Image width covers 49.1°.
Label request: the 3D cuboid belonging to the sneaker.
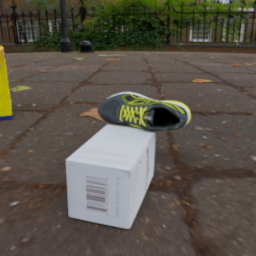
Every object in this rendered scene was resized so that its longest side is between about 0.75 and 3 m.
[{"bbox_3d":[0.344,-0.411,6.994,2.405,0.896,1.018,3,10,11],"label":"sneaker"}]

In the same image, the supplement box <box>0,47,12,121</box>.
[{"bbox_3d":[-5.884,-1.848,11.735,1.596,2.914,1.586,-8,22,-21],"label":"supplement box"}]

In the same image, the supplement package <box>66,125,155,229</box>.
[{"bbox_3d":[-0.259,0.930,6.308,1.338,1.333,2.280,6,20,15],"label":"supplement package"}]
